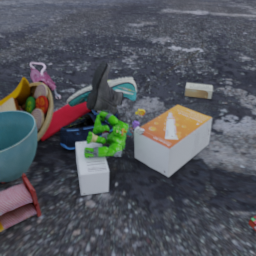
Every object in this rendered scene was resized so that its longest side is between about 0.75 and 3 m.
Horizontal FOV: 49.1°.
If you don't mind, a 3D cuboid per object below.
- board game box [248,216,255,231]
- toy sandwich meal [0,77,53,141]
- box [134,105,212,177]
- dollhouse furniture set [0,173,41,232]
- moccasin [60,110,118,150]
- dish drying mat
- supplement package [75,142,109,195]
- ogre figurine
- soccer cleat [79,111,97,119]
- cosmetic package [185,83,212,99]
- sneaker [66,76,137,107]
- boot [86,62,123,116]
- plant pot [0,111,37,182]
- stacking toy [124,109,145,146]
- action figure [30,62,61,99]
[{"bbox_3d":[4.241,2.890,6.487,1.307,0.247,2.540,-14,36,-22],"label":"board game box"},{"bbox_3d":[-3.751,-0.452,9.561,2.790,2.790,0.955,31,1,38],"label":"toy sandwich meal"},{"bbox_3d":[1.514,0.339,9.389,1.462,1.145,2.350,27,43,37],"label":"box"},{"bbox_3d":[-3.582,1.627,7.631,1.380,1.043,2.565,-24,41,-31],"label":"dollhouse furniture set"},{"bbox_3d":[-1.308,-0.112,10.222,1.059,0.897,2.632,12,32,36],"label":"moccasin"},{"bbox_3d":[-2.459,-0.428,10.861,2.493,0.227,0.958,-35,50,-21],"label":"dish drying mat"},{"bbox_3d":[-1.106,1.170,8.468,0.822,0.853,1.500,-5,35,-13],"label":"supplement package"},{"bbox_3d":[-0.595,0.237,8.579,1.092,0.894,1.822,15,28,1],"label":"ogre figurine"},{"bbox_3d":[-1.705,-0.559,11.225,0.979,0.331,0.397,-13,-10,22],"label":"soccer cleat"},{"bbox_3d":[3.316,-1.747,13.182,1.225,0.435,0.644,9,35,13],"label":"cosmetic package"},{"bbox_3d":[-0.957,-1.130,10.161,2.598,1.035,1.007,-13,8,4],"label":"sneaker"},{"bbox_3d":[-0.643,-1.273,9.289,1.128,1.714,0.598,10,27,-27],"label":"boot"},{"bbox_3d":[-3.508,0.667,7.843,2.133,1.437,2.133,-3,34,2],"label":"plant pot"},{"bbox_3d":[0.139,0.044,9.118,0.280,1.192,0.899,26,42,-21],"label":"stacking toy"},{"bbox_3d":[-3.864,-2.125,12.912,1.394,1.549,2.081,-3,20,-15],"label":"action figure"}]
